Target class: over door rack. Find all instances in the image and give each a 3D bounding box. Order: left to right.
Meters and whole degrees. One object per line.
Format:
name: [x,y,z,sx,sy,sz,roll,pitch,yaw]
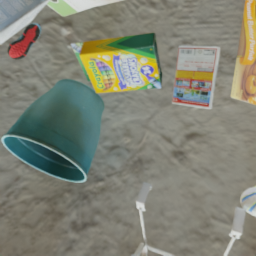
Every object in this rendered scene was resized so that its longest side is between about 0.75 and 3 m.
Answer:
over door rack: [1.025,2.425,5.571,1.905,2.578,0.859,12,39,17]

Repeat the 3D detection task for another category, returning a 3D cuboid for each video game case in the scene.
video game case: [1.611,-1.230,6.762,1.017,0.124,1.423,13,103,35]

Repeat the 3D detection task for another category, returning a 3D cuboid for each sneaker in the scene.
sneaker: [-1.814,-1.538,5.021,0.804,0.384,0.319,-37,112,18]
sneaker: [2.713,1.138,4.419,1.783,0.936,0.675,-2,64,24]

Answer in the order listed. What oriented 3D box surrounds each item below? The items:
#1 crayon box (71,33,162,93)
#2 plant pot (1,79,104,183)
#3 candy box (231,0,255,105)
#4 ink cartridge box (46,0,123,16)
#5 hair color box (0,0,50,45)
crayon box: [-0.255,-1.372,6.239,1.884,1.184,0.486,-2,53,14]
plant pot: [-1.781,-0.032,7.685,2.346,2.346,2.204,20,62,5]
candy box: [3.305,-1.780,6.419,0.704,1.469,2.546,-9,113,-26]
ink cartridge box: [-1.347,-3.745,6.691,2.896,2.107,0.694,8,78,40]
hair color box: [-2.650,-2.346,5.767,0.821,1.341,2.709,48,40,-23]
